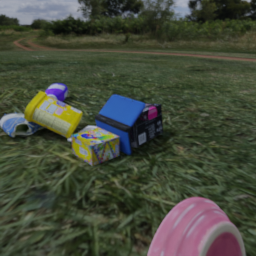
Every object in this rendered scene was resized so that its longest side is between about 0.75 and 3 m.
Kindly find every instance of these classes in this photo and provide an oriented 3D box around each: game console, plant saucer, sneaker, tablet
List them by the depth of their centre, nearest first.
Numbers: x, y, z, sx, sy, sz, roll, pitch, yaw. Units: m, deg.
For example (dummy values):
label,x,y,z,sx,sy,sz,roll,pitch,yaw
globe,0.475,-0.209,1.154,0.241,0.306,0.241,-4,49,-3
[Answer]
label,x,y,z,sx,sy,sz,roll,pitch,yaw
plant saucer,0.993,1.969,3.634,0.517,2.041,2.041,-4,12,44
game console,-0.242,-0.149,10.128,1.096,1.581,1.852,-28,33,-32
tablet,-1.551,0.270,11.340,1.102,0.116,1.693,8,23,21
sneaker,-3.923,-0.150,11.634,2.512,0.951,0.968,-16,47,-34

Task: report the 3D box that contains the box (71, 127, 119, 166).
label,x,y,z,sx,sy,sz,roll,pitch,yaw
box,-1.117,0.600,9.578,1.168,0.739,1.212,-17,27,-40

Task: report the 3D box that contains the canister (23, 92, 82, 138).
label,x,y,z,sx,sy,sz,roll,pitch,yaw
canister,-2.938,-0.506,11.176,1.894,0.820,1.406,26,41,-4

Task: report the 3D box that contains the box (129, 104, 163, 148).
label,x,y,z,sx,sy,sz,roll,pitch,yaw
box,0.394,-0.148,10.783,1.090,1.255,1.900,8,22,37

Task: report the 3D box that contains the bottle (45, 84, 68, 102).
label,x,y,z,sx,sy,sz,roll,pitch,yaw
bottle,-4.129,-1.853,15.882,1.100,0.860,2.635,0,21,-4
